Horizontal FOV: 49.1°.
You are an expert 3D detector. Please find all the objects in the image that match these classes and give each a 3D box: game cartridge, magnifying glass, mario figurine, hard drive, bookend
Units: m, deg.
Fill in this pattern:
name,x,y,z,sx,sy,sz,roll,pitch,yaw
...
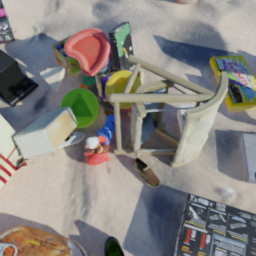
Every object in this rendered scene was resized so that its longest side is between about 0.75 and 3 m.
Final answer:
name,x,y,z,sx,sy,sz,roll,pitch,yaw
game cartridge,4.573,0.959,8.101,2.477,0.475,1.605,6,50,4
magnifying glass,-1.486,-1.660,10.096,0.653,0.184,1.640,26,61,10
mario figurine,-0.876,0.273,8.188,0.901,1.049,1.700,5,69,45
hard drive,-0.187,-2.547,9.105,0.283,1.496,1.045,10,40,25
bookend,-4.616,-2.439,9.110,2.621,2.637,1.215,34,67,23

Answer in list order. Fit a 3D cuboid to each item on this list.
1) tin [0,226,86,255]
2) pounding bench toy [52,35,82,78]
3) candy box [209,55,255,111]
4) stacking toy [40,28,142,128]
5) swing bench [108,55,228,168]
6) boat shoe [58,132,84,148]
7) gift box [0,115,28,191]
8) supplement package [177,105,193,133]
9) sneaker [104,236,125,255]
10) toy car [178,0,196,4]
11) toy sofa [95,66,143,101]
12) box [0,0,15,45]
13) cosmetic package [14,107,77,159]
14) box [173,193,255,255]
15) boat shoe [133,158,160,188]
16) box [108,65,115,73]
name,x,y,z,sx,sy,sz,roll,pitch,yaw
tin,-2.082,3.157,6.496,2.405,0.504,1.347,13,51,9
pounding bench toy,-1.905,-2.824,10.491,1.480,0.919,1.154,-32,60,-21
candy box,3.882,-1.665,10.027,1.260,0.326,2.465,-4,55,-6
stacking toy,-1.120,-1.490,9.325,2.706,1.263,2.989,-33,82,10
swing bench,1.024,-0.268,7.612,2.626,2.612,1.703,14,56,11
boat shoe,-1.783,0.314,8.552,0.972,0.346,0.339,-23,60,-26
gift box,-4.072,0.743,6.957,2.554,2.385,2.357,9,52,29
supplement package,1.889,-0.270,8.937,0.480,0.462,0.844,-4,55,-3
sneaker,-0.276,3.221,6.324,0.548,0.640,1.545,-13,55,-7
toy car,2.971,-7.223,13.092,2.259,2.168,2.451,7,42,18
toy sofa,-0.277,-1.595,9.761,1.630,0.675,0.796,-16,55,-11
box,-5.471,-4.292,11.501,1.145,0.995,1.734,-19,55,-11
cosmetic package,-2.232,0.082,7.892,0.981,0.663,1.864,-13,20,16
box,2.424,2.889,6.563,2.531,0.630,1.996,15,56,10
boat shoe,0.498,1.249,7.884,0.388,0.388,1.050,-36,62,-22
box,-0.440,-2.605,10.387,0.821,0.713,1.243,-13,60,-19
